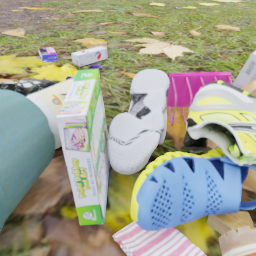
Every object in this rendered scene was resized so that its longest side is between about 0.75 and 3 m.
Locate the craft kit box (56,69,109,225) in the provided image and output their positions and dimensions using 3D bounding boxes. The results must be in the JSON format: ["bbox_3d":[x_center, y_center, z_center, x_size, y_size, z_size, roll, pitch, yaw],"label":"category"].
[{"bbox_3d":[-0.677,0.235,5.010,0.501,2.039,2.065,-2,28,0],"label":"craft kit box"}]

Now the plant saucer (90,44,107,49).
[{"bbox_3d":[-1.411,-3.818,13.398,0.836,0.148,0.836,0,33,0],"label":"plant saucer"}]

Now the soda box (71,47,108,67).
[{"bbox_3d":[-1.609,-3.039,11.866,1.510,0.481,0.514,-26,37,-35],"label":"soda box"}]

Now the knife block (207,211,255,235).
[{"bbox_3d":[1.845,1.776,4.612,0.930,0.297,0.816,2,32,2],"label":"knife block"}]

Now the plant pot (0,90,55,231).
[{"bbox_3d":[-2.641,0.613,4.653,2.560,2.560,2.508,9,25,13],"label":"plant pot"}]

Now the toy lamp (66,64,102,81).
[{"bbox_3d":[-1.568,-1.955,10.245,0.467,0.467,1.605,21,37,29],"label":"toy lamp"}]

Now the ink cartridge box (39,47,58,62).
[{"bbox_3d":[-3.574,-3.280,12.508,0.651,0.255,1.376,-12,37,-18],"label":"ink cartridge box"}]

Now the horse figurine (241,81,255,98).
[{"bbox_3d":[3.519,-0.753,6.935,2.344,1.553,0.585,-17,18,39],"label":"horse figurine"}]

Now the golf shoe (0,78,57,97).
[{"bbox_3d":[-3.284,-1.100,8.730,2.162,0.841,1.022,-6,23,-22],"label":"golf shoe"}]

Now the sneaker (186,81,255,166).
[{"bbox_3d":[2.246,0.288,4.571,2.796,1.054,1.068,27,62,22],"label":"sneaker"}]

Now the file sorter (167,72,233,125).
[{"bbox_3d":[1.973,-0.740,7.681,1.661,1.154,1.042,-1,46,0],"label":"file sorter"}]

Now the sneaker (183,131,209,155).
[{"bbox_3d":[1.556,0.211,6.135,0.596,0.811,1.792,9,2,6],"label":"sneaker"}]

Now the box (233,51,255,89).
[{"bbox_3d":[3.938,-1.730,8.618,0.419,1.665,2.307,41,45,22],"label":"box"}]

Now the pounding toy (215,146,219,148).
[{"bbox_3d":[2.178,0.426,6.090,0.964,0.847,0.441,17,60,-42],"label":"pounding toy"}]

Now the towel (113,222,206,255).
[{"bbox_3d":[0.494,1.851,4.363,0.933,0.191,1.275,-21,39,-33],"label":"towel"}]

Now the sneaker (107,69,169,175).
[{"bbox_3d":[0.347,0.092,6.278,1.041,1.592,2.770,8,51,13],"label":"sneaker"}]

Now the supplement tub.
[{"bbox_3d":[-1.707,-0.313,6.840,1.398,1.398,1.928,25,41,33],"label":"supplement tub"}]

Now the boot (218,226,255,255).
[{"bbox_3d":[2.788,2.145,3.570,2.985,1.120,1.601,0,50,-6],"label":"boot"}]

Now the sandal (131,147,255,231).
[{"bbox_3d":[1.326,0.988,4.620,2.845,1.131,1.239,-13,23,-33],"label":"sandal"}]
